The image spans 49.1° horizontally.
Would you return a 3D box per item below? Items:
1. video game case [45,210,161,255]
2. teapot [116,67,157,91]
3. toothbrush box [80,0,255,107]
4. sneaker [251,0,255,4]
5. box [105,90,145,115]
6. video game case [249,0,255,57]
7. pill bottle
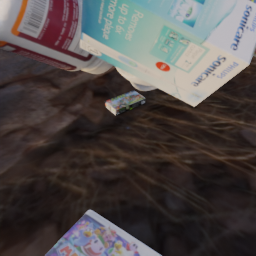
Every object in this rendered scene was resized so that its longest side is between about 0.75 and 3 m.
[{"bbox_3d":[-0.670,2.611,3.551,2.109,0.265,2.946,24,44,27],"label":"video game case"},{"bbox_3d":[0.785,-1.705,4.566,1.700,2.297,2.328,-2,11,-31],"label":"teapot"},{"bbox_3d":[0.333,-0.948,2.767,1.493,1.093,0.637,26,72,-5],"label":"toothbrush box"},{"bbox_3d":[2.570,-0.690,3.348,2.731,1.010,1.123,39,17,-18],"label":"sneaker"},{"bbox_3d":[-0.080,-0.713,7.819,1.014,0.176,0.558,-25,45,-28],"label":"box"},{"bbox_3d":[2.240,-2.195,5.467,1.326,1.852,0.167,30,73,35],"label":"video game case"},{"bbox_3d":[-1.367,-1.912,5.252,1.444,1.444,2.529,35,15,36],"label":"pill bottle"}]
